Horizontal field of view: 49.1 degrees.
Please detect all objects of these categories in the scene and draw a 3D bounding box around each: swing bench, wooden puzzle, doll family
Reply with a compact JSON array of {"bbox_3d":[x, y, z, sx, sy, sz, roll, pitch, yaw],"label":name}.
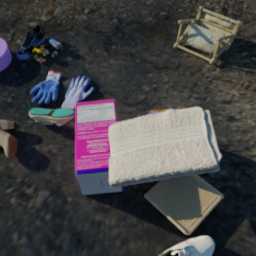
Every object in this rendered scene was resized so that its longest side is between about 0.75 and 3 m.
[{"bbox_3d":[3.700,-4.428,13.257,2.155,1.405,2.166,33,54,23],"label":"swing bench"},{"bbox_3d":[1.747,2.177,8.821,1.916,0.357,1.773,-34,55,-29],"label":"wooden puzzle"},{"bbox_3d":[-3.925,-3.751,13.219,0.956,0.649,1.653,35,55,28],"label":"doll family"}]

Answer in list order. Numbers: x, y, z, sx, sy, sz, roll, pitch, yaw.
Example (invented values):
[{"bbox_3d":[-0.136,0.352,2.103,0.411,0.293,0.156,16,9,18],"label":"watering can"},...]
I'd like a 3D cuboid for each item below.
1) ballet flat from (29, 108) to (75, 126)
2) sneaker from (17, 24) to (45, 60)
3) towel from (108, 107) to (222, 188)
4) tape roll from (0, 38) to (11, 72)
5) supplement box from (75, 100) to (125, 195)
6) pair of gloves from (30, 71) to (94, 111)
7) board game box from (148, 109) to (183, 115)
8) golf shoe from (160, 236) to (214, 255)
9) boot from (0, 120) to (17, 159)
[{"bbox_3d":[-2.746,-0.384,10.365,1.922,0.668,0.668,6,52,19],"label":"ballet flat"},{"bbox_3d":[-4.698,-4.129,13.347,0.720,0.800,2.052,15,54,11],"label":"sneaker"},{"bbox_3d":[0.832,0.468,7.361,2.903,0.500,1.924,-13,52,13],"label":"towel"},{"bbox_3d":[-6.493,-3.295,12.802,2.072,0.680,2.072,0,54,0],"label":"tape roll"},{"bbox_3d":[-0.965,0.586,9.377,1.467,1.437,2.839,-5,52,-2],"label":"supplement box"},{"bbox_3d":[-2.741,-1.601,11.771,2.517,0.287,2.024,10,54,8],"label":"pair of gloves"},{"bbox_3d":[1.328,0.333,9.220,1.440,1.441,1.440,-4,68,-16],"label":"board game box"},{"bbox_3d":[1.494,3.503,7.491,2.098,0.966,0.762,-22,56,-17],"label":"golf shoe"},{"bbox_3d":[-4.719,0.445,10.093,1.279,0.614,1.749,-11,52,0],"label":"boot"}]
